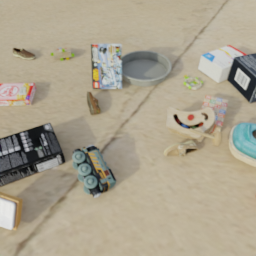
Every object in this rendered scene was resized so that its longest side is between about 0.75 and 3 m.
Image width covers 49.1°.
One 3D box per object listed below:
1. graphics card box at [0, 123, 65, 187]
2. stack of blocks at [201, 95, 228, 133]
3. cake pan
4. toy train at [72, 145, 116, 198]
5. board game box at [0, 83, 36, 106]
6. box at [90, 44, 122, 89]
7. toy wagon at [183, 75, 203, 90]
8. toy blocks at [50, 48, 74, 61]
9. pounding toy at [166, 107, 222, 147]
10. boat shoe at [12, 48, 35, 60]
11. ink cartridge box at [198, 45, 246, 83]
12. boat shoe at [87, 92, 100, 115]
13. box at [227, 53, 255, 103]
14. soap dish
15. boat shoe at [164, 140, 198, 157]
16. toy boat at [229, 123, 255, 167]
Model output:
[{"bbox_3d":[-3.680,0.911,9.639,2.646,0.673,1.660,-21,48,-18],"label":"graphics card box"},{"bbox_3d":[3.373,-0.564,11.224,0.928,0.472,1.611,16,48,15],"label":"stack of blocks"},{"bbox_3d":[0.752,-2.858,13.476,2.614,0.479,2.614,0,46,0],"label":"cake pan"},{"bbox_3d":[-1.136,1.357,9.063,1.021,0.763,1.792,-19,60,-23],"label":"toy train"},{"bbox_3d":[-4.918,-1.459,12.184,1.546,0.358,1.171,-2,46,-2],"label":"board game box"},{"bbox_3d":[-0.944,-2.693,12.325,1.331,1.943,0.388,0,19,-2],"label":"box"},{"bbox_3d":[2.933,-2.116,12.953,0.770,0.196,0.992,-24,49,-22],"label":"toy wagon"},{"bbox_3d":[-3.424,-3.910,14.548,1.165,0.582,0.796,-9,35,-10],"label":"toy blocks"},{"bbox_3d":[2.409,-0.286,10.089,2.240,1.285,1.281,21,78,23],"label":"pounding toy"},{"bbox_3d":[-5.418,-3.861,14.466,1.286,0.476,0.475,11,47,11],"label":"boat shoe"},{"bbox_3d":[4.820,-3.201,13.567,2.445,0.822,1.420,-25,51,-23],"label":"ink cartridge box"},{"bbox_3d":[-1.458,-1.029,11.755,0.431,0.456,1.268,-8,55,-15],"label":"boat shoe"},{"bbox_3d":[6.029,-2.333,12.372,2.442,1.307,1.812,-13,47,-13],"label":"box"},{"bbox_3d":[-3.600,2.329,8.056,1.160,0.913,0.471,13,12,15],"label":"soap dish"},{"bbox_3d":[1.884,0.787,9.917,1.280,0.456,0.413,-15,47,-16],"label":"boat shoe"},{"bbox_3d":[4.570,0.958,9.059,2.459,1.359,2.925,14,48,6],"label":"toy boat"}]
